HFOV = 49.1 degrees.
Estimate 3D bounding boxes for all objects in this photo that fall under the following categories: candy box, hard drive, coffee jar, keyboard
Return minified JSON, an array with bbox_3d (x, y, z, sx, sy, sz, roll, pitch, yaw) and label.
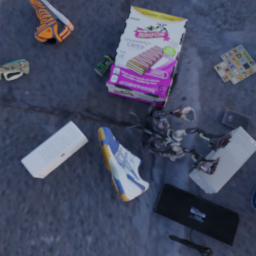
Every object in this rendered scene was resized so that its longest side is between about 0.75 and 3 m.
[{"bbox_3d":[0.652,-2.401,9.444,2.031,0.909,2.979,15,76,4],"label":"candy box"},{"bbox_3d":[3.540,-0.227,9.262,0.831,0.176,0.560,21,76,5],"label":"hard drive"},{"bbox_3d":[-0.800,-2.178,9.651,0.758,0.395,0.323,-53,38,-11],"label":"coffee jar"},{"bbox_3d":[1.967,2.877,8.427,2.548,0.262,1.619,23,74,7],"label":"keyboard"}]

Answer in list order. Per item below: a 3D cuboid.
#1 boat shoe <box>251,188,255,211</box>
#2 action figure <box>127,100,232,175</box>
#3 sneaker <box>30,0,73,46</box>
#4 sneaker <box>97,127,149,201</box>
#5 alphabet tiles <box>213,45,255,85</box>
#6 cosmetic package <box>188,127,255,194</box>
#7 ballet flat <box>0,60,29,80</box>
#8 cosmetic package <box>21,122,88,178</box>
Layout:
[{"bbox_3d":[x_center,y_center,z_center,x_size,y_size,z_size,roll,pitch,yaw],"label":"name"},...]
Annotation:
[{"bbox_3d":[4.706,1.550,8.429,1.045,0.853,2.484,43,80,14],"label":"boat shoe"},{"bbox_3d":[1.433,0.251,8.424,2.981,1.521,1.771,27,108,36],"label":"action figure"},{"bbox_3d":[-3.006,-3.734,9.855,2.112,0.819,1.183,42,90,20],"label":"sneaker"},{"bbox_3d":[-0.180,1.005,8.691,1.043,0.891,2.366,-21,83,-17],"label":"sneaker"},{"bbox_3d":[3.743,-2.184,9.828,1.349,0.051,1.128,-30,78,-7],"label":"alphabet tiles"},{"bbox_3d":[2.862,1.017,8.490,1.986,1.061,0.895,-40,80,-11],"label":"cosmetic package"},{"bbox_3d":[-4.236,-1.934,9.562,1.679,0.569,0.632,-6,97,-3],"label":"ballet flat"},{"bbox_3d":[-2.206,0.701,8.621,1.877,0.954,0.695,-41,81,-8],"label":"cosmetic package"}]
